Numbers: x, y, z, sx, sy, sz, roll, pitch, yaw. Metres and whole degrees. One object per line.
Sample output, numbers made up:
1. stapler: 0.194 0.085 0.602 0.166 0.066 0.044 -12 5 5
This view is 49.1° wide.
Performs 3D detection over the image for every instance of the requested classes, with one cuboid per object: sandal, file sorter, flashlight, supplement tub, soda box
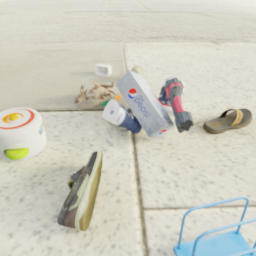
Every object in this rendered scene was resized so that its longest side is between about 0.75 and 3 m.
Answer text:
1. sandal: 4.459 -0.456 12.376 2.676 0.730 1.094 -14 36 -20
2. file sorter: 2.475 3.166 6.087 1.945 1.719 2.803 -9 35 -12
3. flashlight: 2.051 -0.983 11.195 0.823 0.820 2.422 -16 47 6
4. supplement tub: 1.955 -1.415 12.932 1.079 1.538 1.079 17 -7 2
5. soda box: 0.691 -0.976 11.607 0.997 0.927 2.922 8 45 -54

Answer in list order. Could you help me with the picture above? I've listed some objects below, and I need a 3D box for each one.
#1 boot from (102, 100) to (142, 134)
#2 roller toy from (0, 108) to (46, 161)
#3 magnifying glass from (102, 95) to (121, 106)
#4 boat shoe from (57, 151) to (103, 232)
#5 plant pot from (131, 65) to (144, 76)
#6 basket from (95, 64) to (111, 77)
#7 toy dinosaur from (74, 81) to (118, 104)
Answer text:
1. boot: -0.298 -0.439 12.371 1.222 0.984 2.704 31 8 -20
2. roller toy: -4.274 0.151 10.776 2.149 1.502 1.961 20 39 27
3. magnifying glass: -0.818 -1.392 14.189 0.546 0.154 1.371 -2 22 39
4. boat shoe: -1.426 1.768 8.760 0.983 1.069 2.991 7 39 2
5. plant pot: 0.449 -3.219 16.270 0.779 0.779 0.832 8 16 11
6. basket: -1.496 -3.537 17.113 0.919 0.623 0.567 12 32 18
7. toy dinosaur: -1.602 -1.852 14.296 2.241 0.962 1.519 -13 9 -43
